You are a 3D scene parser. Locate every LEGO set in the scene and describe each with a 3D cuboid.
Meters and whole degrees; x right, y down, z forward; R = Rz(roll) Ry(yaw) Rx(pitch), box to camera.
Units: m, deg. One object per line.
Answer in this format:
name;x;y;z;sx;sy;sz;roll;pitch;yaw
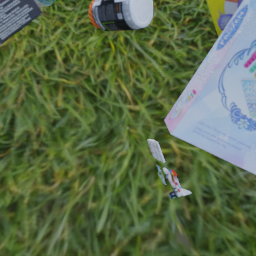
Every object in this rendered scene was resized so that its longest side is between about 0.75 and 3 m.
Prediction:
LEGO set;0.705;0.733;4.940;0.287;0.875;1.171;-20;92;-6

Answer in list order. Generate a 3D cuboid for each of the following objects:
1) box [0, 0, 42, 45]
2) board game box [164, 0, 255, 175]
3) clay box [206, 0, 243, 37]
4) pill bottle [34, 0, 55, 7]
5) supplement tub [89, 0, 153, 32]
box;-3.247;-3.147;5.985;1.264;2.384;1.457;-45;36;-17
board game box;2.460;-0.553;4.523;2.727;2.714;0.591;25;21;-17
clay box;2.033;-2.260;4.647;1.344;2.339;0.557;-7;43;36
pill bottle;-2.154;-3.699;7.456;0.653;1.178;0.653;12;71;-39
supplement tub;-0.156;-2.054;4.931;1.072;0.657;0.657;13;55;39
